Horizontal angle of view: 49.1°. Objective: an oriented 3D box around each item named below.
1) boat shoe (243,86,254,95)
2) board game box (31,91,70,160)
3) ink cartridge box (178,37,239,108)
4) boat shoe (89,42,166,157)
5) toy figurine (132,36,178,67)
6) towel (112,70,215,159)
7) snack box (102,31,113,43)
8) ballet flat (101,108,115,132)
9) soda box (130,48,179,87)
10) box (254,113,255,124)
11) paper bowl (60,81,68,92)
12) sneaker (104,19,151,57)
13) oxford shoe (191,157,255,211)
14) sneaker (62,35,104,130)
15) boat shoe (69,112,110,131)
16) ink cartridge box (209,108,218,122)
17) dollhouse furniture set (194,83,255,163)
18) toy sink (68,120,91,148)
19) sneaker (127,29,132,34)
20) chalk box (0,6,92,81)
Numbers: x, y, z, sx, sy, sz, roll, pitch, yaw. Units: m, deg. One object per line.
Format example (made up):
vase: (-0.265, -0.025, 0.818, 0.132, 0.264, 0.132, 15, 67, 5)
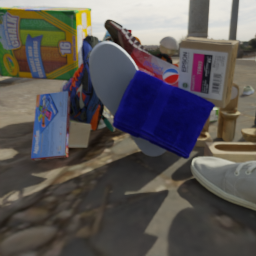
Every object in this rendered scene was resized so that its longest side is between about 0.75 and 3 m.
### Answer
boat shoe: (6.054, -1.916, 14.059, 0.445, 0.383, 1.235, 10, 20, 30)
board game box: (-1.630, -0.067, 5.958, 0.760, 1.477, 0.144, -5, -22, 8)
ink cartridge box: (1.481, -1.060, 5.323, 0.977, 1.185, 0.445, 14, 31, 30)
boat shoe: (0.076, -0.703, 6.272, 1.019, 2.757, 1.175, -31, 24, 11)
toy figurine: (1.263, -2.300, 10.681, 2.909, 2.055, 2.954, -5, 38, -35)
towel: (0.626, -0.235, 5.261, 1.648, 1.217, 0.408, 24, 12, 5)
snack box: (-0.770, -3.395, 11.300, 0.606, 0.193, 1.042, 8, -30, -21)
ballet flat: (-0.634, -0.336, 8.080, 0.341, 0.951, 0.341, -40, 1, 1)
soda box: (0.764, -1.215, 6.355, 1.582, 0.502, 0.554, 28, 3, 10)
box: (4.875, -0.641, 8.113, 1.040, 1.442, 1.943, -10, 19, -29)
paper bowl: (-1.895, -1.274, 9.710, 0.828, 0.828, 0.431, -14, 11, -38)
sneaker: (-0.158, -2.117, 8.427, 2.190, 1.265, 0.829, 42, 3, -7)
oxford shoe: (2.154, 0.854, 4.390, 1.055, 0.811, 2.807, -14, 19, -29)
sneaker: (-1.081, -0.967, 6.739, 1.047, 2.670, 1.006, 12, 45, -1)
boat shoe: (-1.215, -0.255, 8.304, 0.685, 0.596, 1.857, 15, 23, 41)
ink cartridge box: (2.294, -0.442, 9.224, 1.096, 0.415, 0.810, -10, 19, -31)
dollhouse furniture set: (2.347, -0.279, 6.435, 2.028, 1.737, 2.132, 1, 17, 2)
toy sink: (-1.599, 0.066, 6.812, 1.131, 0.634, 0.737, 11, 1, 31)
sneaker: (0.027, -2.710, 8.884, 1.062, 0.613, 0.416, 43, 43, 7)
chalk box: (-2.523, -2.401, 7.727, 2.807, 1.746, 1.738, 3, 26, 6)
